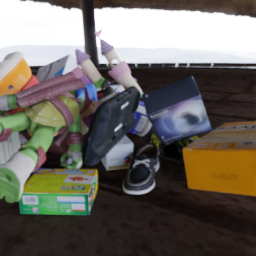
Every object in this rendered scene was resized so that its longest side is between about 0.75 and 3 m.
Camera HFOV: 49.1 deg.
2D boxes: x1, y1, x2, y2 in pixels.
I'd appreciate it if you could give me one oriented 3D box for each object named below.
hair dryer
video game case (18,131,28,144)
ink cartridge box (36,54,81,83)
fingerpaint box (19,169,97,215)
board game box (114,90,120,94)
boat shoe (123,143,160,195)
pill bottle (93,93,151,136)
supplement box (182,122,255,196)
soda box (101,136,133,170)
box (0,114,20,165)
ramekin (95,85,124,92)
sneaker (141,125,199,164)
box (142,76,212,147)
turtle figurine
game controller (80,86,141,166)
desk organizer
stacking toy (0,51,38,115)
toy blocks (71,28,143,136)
[{"bbox_3d":[-0.932,-0.822,7.251,1.419,0.385,1.080,-43,21,-4],"label":"hair dryer"},{"bbox_3d":[-2.972,-0.158,9.230,2.644,0.235,1.892,-2,37,-16],"label":"video game case"},{"bbox_3d":[-3.233,-2.000,11.940,2.513,1.455,0.838,-12,-36,35],"label":"ink cartridge box"},{"bbox_3d":[-1.280,1.203,5.394,1.259,0.462,1.051,0,16,1],"label":"fingerpaint box"},{"bbox_3d":[-0.306,-0.497,9.417,0.877,1.304,0.292,25,21,0],"label":"board game box"},{"bbox_3d":[0.352,0.870,6.354,0.712,0.582,1.928,5,17,19],"label":"boat shoe"},{"bbox_3d":[-0.135,-0.453,7.995,1.588,0.951,0.951,22,10,-16],"label":"pill bottle"},{"bbox_3d":[2.574,0.538,6.328,1.632,0.952,2.589,-3,11,39],"label":"supplement box"},{"bbox_3d":[-0.493,0.443,7.718,0.713,0.666,2.092,-4,16,-16],"label":"soda box"},{"bbox_3d":[-3.591,0.548,5.885,1.227,1.439,2.251,14,21,40],"label":"box"},{"bbox_3d":[-0.702,-1.379,12.848,2.409,1.122,2.409,-5,10,1],"label":"ramekin"},{"bbox_3d":[1.031,0.367,7.720,0.922,0.812,2.180,-13,21,-39],"label":"sneaker"},{"bbox_3d":[1.132,-0.341,6.482,1.227,1.217,0.756,-21,43,14],"label":"box"},{"bbox_3d":[-2.015,0.287,5.654,2.878,2.071,2.791,-16,17,26],"label":"turtle figurine"},{"bbox_3d":[-0.303,-0.149,6.254,0.533,1.320,2.531,14,22,14],"label":"game controller"},{"bbox_3d":[-2.066,0.244,7.314,1.582,0.609,0.567,11,54,37],"label":"desk organizer"},{"bbox_3d":[-2.942,-0.784,8.127,1.809,2.476,1.809,-31,30,21],"label":"stacking toy"},{"bbox_3d":[-1.076,-1.406,8.624,2.444,2.202,2.616,-35,8,10],"label":"toy blocks"}]
